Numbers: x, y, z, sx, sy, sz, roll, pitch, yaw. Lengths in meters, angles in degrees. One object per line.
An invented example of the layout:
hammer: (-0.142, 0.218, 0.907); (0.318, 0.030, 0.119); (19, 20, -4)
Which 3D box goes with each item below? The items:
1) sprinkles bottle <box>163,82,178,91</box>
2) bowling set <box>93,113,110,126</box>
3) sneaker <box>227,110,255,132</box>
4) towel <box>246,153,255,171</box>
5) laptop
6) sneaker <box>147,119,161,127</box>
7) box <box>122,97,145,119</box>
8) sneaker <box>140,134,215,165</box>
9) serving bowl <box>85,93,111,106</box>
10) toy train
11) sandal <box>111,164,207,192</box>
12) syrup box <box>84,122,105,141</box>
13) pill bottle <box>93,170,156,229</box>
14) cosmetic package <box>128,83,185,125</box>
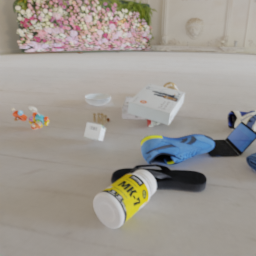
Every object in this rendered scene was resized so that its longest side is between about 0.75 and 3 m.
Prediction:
sprinkles bottle: (2.405, -1.902, 15.564); (0.861, 0.861, 2.524); (1, 20, 3)
bowling set: (-1.107, -0.459, 12.206); (0.614, 0.473, 0.882); (-18, 27, -39)
sneaker: (4.851, -0.417, 11.462); (1.311, 0.917, 2.269); (18, 28, 35)
towel: (4.622, 1.004, 8.231); (2.067, 0.502, 1.154); (-8, 21, -18)
laptop: (3.377, 0.359, 9.566); (1.510, 0.780, 1.338); (-1, 20, -2)
sneaker: (1.369, -0.510, 11.942); (0.759, 0.719, 1.848); (9, 22, 31)
box: (0.331, -0.995, 13.491); (1.130, 0.582, 1.937); (2, 20, 6)
sneaker: (1.616, 0.774, 8.672); (2.503, 0.825, 0.981); (0, 45, -16)
serving bowl: (-1.606, -1.477, 14.982); (1.389, 0.457, 1.389); (-1, 20, 0)
toy train: (-3.847, -0.323, 10.888); (1.683, 1.264, 0.468); (-6, 54, 46)
sandal: (0.802, 1.244, 7.492); (2.523, 0.540, 0.960); (0, 21, 0)
syrup box: (-1.122, 0.152, 9.587); (0.506, 0.524, 1.286); (12, -3, 2)
pill bottle: (-0.022, 1.530, 6.302); (0.816, 0.816, 1.427); (15, 26, 34)
cosmetic package: (1.221, -1.054, 11.626); (1.727, 0.592, 2.291); (15, 32, 18)
